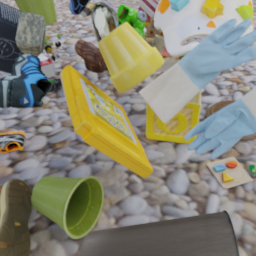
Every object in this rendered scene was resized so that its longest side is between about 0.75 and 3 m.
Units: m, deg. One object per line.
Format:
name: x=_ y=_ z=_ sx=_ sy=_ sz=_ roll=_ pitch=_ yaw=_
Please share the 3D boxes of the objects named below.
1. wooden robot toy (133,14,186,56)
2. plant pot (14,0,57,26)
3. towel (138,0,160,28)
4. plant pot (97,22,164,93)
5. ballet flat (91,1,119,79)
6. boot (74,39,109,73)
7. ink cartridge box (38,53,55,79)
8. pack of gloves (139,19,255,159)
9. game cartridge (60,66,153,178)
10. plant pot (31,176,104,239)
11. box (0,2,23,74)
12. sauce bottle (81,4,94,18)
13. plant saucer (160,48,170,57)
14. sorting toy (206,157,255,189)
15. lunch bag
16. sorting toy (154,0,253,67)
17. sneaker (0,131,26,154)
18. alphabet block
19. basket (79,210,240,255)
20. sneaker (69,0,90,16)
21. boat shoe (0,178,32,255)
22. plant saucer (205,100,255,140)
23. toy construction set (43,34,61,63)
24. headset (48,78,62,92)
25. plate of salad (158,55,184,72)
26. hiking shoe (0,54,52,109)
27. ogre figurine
wooden robot toy: x=1.008 y=-3.584 z=10.250 sx=1.305 sy=1.344 sz=2.962 roll=-9 pitch=40 yaw=-44
plant pot: x=-2.670 y=-3.613 z=8.053 sx=1.394 sy=1.324 sz=1.394 roll=-10 pitch=29 yaw=6
towel: x=1.081 y=-4.987 z=11.875 sx=0.228 sy=2.003 sz=1.443 roll=-35 pitch=77 yaw=-27
plant pot: x=-0.023 y=-1.293 z=5.042 sx=1.017 sy=0.956 sz=1.017 roll=-34 pitch=15 yaw=10
ballet flat: x=-0.633 y=-2.637 z=8.741 sx=0.962 sy=2.675 sz=0.962 roll=-13 pitch=3 yaw=1
boot: x=-0.341 y=-1.492 z=7.179 sx=1.774 sy=0.570 sz=1.653 roll=28 pitch=2 yaw=20
ink cartridge box: x=-4.330 y=-2.810 z=12.710 sx=1.303 sy=0.740 sz=1.788 roll=-25 pitch=45 yaw=-28
pack of gloves: x=1.976 y=-0.735 z=5.967 sx=2.271 sy=2.703 sz=0.533 roll=50 pitch=27 yaw=-7
game cartridge: x=-0.528 y=-0.188 z=6.595 sx=0.408 sy=2.217 sz=2.515 roll=-42 pitch=41 yaw=13
plant pot: x=-1.548 y=1.733 z=6.774 sx=1.368 sy=1.440 sz=1.440 roll=9 pitch=38 yaw=30
box: x=-4.251 y=-2.909 z=8.747 sx=2.362 sy=1.753 sz=1.265 roll=12 pitch=41 yaw=-39
sauce bottle: x=-1.253 y=-3.648 z=8.765 sx=0.267 sy=0.267 sz=0.809 roll=7 pitch=41 yaw=9
plant saucer: x=1.340 y=-3.692 z=14.106 sx=2.075 sy=0.381 sz=2.072 roll=11 pitch=40 yaw=12
sorting toy: x=3.135 y=1.206 z=8.162 sx=1.392 sy=0.205 sz=1.029 roll=-13 pitch=40 yaw=-14
lunch bag: x=-2.465 y=-2.352 z=7.190 sx=0.655 sy=0.789 sz=0.940 roll=6 pitch=76 yaw=-14
sorting toy: x=2.112 y=-2.695 z=7.399 sx=2.948 sy=1.575 sz=2.654 roll=9 pitch=58 yaw=4
sneaker: x=-3.994 y=0.524 z=8.725 sx=1.573 sy=0.616 sz=0.607 roll=-13 pitch=50 yaw=-13
alphabet block: x=1.516 y=-0.657 z=9.332 sx=1.656 sy=1.647 sz=1.686 roll=5 pitch=40 yaw=11
basket: x=0.524 y=2.719 z=5.088 sx=2.633 sy=1.791 sz=2.374 roll=-2 pitch=66 yaw=7
sneaker: x=-1.321 y=-4.236 z=8.725 sx=0.540 sy=1.539 sz=0.600 roll=17 pitch=13 yaw=-42
boat shoe: x=-2.794 y=2.444 z=6.208 sx=0.903 sy=0.962 sz=2.673 roll=-28 pitch=44 yaw=18
plant saucer: x=3.842 y=-0.373 z=9.973 sx=2.103 sy=0.310 sz=2.103 roll=2 pitch=40 yaw=-1
toy construction set: x=-2.441 y=-2.335 z=7.882 sx=0.991 sy=0.762 sz=0.827 roll=-6 pitch=77 yaw=1
headset: x=-3.121 y=-1.859 z=11.645 sx=0.800 sy=0.609 sz=1.296 roll=-26 pitch=35 yaw=-28
plate of salad: x=2.022 y=-2.054 z=8.921 sx=2.478 sy=0.595 sz=2.478 roll=1 pitch=3 yaw=0
hiking shoe: x=-1.023 y=-0.472 z=2.973 sx=0.441 sy=0.379 sz=1.018 roll=10 pitch=35 yaw=-10
ogre figurine: x=-0.033 y=-3.309 z=9.405 sx=1.123 sy=1.372 sz=2.288 roll=13 pitch=22 yaw=-16
